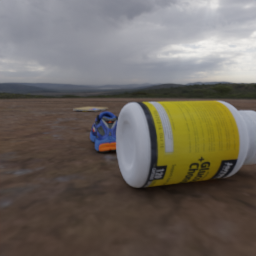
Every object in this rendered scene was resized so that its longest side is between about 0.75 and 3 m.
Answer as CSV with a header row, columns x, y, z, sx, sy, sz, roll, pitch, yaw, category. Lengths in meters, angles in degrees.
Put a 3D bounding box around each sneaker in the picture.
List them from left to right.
x,y,z,sx,sy,sz,roll,pitch,yaw,category
-0.561,0.005,7.683,0.896,0.933,2.378,-1,8,-14,sneaker

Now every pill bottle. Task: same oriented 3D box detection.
x,y,z,sx,sy,sz,roll,pitch,yaw,category
1.074,0.219,4.652,2.367,1.326,1.326,-3,8,-17,pill bottle

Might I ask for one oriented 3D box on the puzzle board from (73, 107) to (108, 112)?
x,y,z,sx,sy,sz,roll,pitch,yaw,category
-2.651,-1.324,20.083,1.704,0.197,2.261,4,9,18,puzzle board
